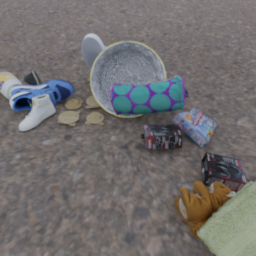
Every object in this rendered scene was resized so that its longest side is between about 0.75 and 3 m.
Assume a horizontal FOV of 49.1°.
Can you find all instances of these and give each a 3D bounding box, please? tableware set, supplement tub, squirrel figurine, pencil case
[{"bbox_3d":[-1.853,-0.726,11.524,1.795,0.249,2.149,0,38,0],"label":"tableware set"},{"bbox_3d":[-5.215,-1.828,12.332,0.935,0.935,1.286,-28,47,-30],"label":"supplement tub"},{"bbox_3d":[2.166,2.123,7.344,1.432,1.086,1.534,-13,52,-12],"label":"squirrel figurine"},{"bbox_3d":[0.759,-1.196,10.551,2.840,1.208,1.312,-4,77,18],"label":"pencil case"}]

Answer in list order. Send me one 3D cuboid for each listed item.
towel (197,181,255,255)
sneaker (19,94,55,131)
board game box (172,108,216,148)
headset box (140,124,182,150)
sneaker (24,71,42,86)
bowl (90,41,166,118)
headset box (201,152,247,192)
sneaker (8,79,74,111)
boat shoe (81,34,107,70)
[{"bbox_3d":[2.620,2.193,6.089,1.952,0.356,1.448,-37,74,-7],"label":"towel"},{"bbox_3d":[-3.642,-0.665,10.800,0.613,0.961,1.663,17,45,33],"label":"sneaker"},{"bbox_3d":[2.450,-0.193,10.287,1.450,0.448,1.451,36,46,5],"label":"board game box"},{"bbox_3d":[1.120,0.304,9.787,1.375,0.531,1.023,-1,23,0],"label":"headset box"},{"bbox_3d":[-4.140,-1.921,12.325,0.575,0.405,1.083,-30,75,10],"label":"sneaker"},{"bbox_3d":[0.013,-2.011,11.515,2.973,2.973,1.395,1,16,1],"label":"bowl"},{"bbox_3d":[2.962,1.368,8.578,1.306,0.504,0.972,12,41,1],"label":"headset box"},{"bbox_3d":[-3.580,-1.257,11.642,2.737,1.012,1.126,-11,43,-3],"label":"sneaker"},{"bbox_3d":[-1.249,-3.074,12.146,1.074,2.919,0.954,14,64,10],"label":"boat shoe"}]
